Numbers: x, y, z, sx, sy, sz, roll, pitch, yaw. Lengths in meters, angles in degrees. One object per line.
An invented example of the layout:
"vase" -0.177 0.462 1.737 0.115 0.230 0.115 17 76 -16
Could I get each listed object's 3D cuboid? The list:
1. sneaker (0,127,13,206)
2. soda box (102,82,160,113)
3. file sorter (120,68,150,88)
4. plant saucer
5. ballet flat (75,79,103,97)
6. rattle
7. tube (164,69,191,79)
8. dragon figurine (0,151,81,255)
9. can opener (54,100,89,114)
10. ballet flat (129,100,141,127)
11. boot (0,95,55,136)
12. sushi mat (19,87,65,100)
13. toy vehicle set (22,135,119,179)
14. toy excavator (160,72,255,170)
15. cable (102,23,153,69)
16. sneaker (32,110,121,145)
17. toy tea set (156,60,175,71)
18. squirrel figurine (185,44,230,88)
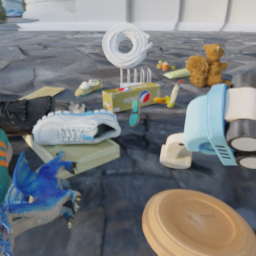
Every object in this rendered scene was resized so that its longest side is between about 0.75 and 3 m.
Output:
"sneaker" -2.966 0.641 5.630 1.018 1.139 2.851 -19 30 -13
"soda box" 0.154 -1.122 10.069 2.080 0.666 0.704 -15 25 -29
"file sorter" 0.315 -2.113 12.103 1.298 0.808 0.901 -1 26 -3
"plant saucer" 1.149 1.565 4.492 1.836 0.296 1.836 10 24 -5
"ballet flat" -1.632 -1.711 11.613 0.529 0.529 1.497 19 31 35
"rattle" 1.441 -1.297 9.953 0.754 1.055 0.687 18 -2 16
"tube" 2.579 -2.682 13.843 1.584 0.411 0.460 -15 -10 -19
"dragon figurine" -1.618 0.978 4.835 1.383 0.819 2.782 12 30 -21
"can opener" -2.112 -0.691 9.719 1.546 0.412 0.517 11 -5 23
"ballet flat" 0.238 -0.419 8.549 0.308 0.870 0.308 7 -12 2
"boot" -3.331 -0.520 6.599 2.599 2.262 0.900 -20 61 14
"sushi mat" -3.477 -1.272 11.095 1.023 0.129 2.139 8 27 17
"toy vehicle set" -1.599 0.356 7.372 1.595 0.340 2.567 -18 30 -33
"toy excavator" 1.427 0.140 5.313 2.351 2.286 1.174 -2 60 31
"cable" -0.109 -3.487 11.900 1.892 1.891 0.655 44 3 7
"sneaker" -1.176 0.053 6.699 2.148 0.805 0.931 -11 27 -18
"toy tea set" 2.000 -3.517 15.481 0.749 0.466 1.259 -14 29 -27
"squirrel figurine" 3.506 -2.744 12.289 1.900 1.773 1.344 -10 27 -20
